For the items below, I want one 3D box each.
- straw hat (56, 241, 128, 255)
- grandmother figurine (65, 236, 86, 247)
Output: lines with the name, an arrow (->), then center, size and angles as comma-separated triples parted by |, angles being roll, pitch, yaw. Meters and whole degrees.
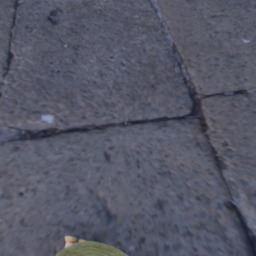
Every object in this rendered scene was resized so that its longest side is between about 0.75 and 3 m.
straw hat -> -0.639, 3.951, 6.005 | 2.804, 1.187, 2.804 | 24, 17, -8
grandmother figurine -> -1.440, 3.641, 6.791 | 1.074, 0.536, 1.771 | 14, 56, 2
